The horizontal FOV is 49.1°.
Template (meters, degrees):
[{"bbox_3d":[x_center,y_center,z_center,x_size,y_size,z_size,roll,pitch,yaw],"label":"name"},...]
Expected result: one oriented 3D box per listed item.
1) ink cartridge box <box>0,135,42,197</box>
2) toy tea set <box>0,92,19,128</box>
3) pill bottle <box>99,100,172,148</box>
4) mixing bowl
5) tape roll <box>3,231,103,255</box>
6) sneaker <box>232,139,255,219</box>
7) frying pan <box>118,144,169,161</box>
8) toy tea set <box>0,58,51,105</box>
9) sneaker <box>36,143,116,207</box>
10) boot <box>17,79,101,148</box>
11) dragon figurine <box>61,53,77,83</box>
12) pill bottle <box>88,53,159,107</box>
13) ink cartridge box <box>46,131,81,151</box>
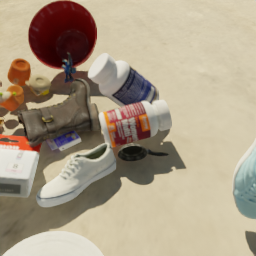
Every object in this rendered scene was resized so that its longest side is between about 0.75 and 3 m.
[{"bbox_3d":[-3.032,0.547,6.328,1.914,0.672,2.355,7,31,-12],"label":"ink cartridge box"},{"bbox_3d":[-3.794,-0.466,7.851,0.946,0.589,1.591,11,60,36],"label":"toy tea set"},{"bbox_3d":[0.181,-0.141,7.299,1.744,0.955,0.955,-15,41,-5],"label":"pill bottle"},{"bbox_3d":[-2.196,-3.181,10.221,2.428,2.428,1.315,5,-1,6],"label":"mixing bowl"},{"bbox_3d":[-1.222,2.716,4.352,2.054,0.719,2.054,0,39,0],"label":"tape roll"},{"bbox_3d":[2.299,0.875,4.647,0.941,2.547,1.044,13,40,17],"label":"sneaker"},{"bbox_3d":[0.333,0.547,6.853,1.203,0.728,0.196,-14,52,11],"label":"frying pan"},{"bbox_3d":[-4.002,-1.227,9.223,2.710,1.003,1.611,-33,79,-38],"label":"toy tea set"},{"bbox_3d":[-1.180,0.977,6.358,2.068,0.732,0.755,-30,31,-36],"label":"sneaker"},{"bbox_3d":[-2.051,-0.544,7.992,2.114,0.841,2.429,-11,43,-18],"label":"boot"},{"bbox_3d":[-1.893,-1.927,9.095,0.325,1.104,0.549,-20,71,-35],"label":"dragon figurine"},{"bbox_3d":[-0.120,-1.206,7.946,1.966,1.092,1.092,33,26,-32],"label":"pill bottle"},{"bbox_3d":[-1.842,0.274,7.724,0.830,0.180,0.822,-23,44,-23],"label":"ink cartridge box"}]
